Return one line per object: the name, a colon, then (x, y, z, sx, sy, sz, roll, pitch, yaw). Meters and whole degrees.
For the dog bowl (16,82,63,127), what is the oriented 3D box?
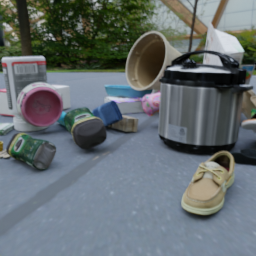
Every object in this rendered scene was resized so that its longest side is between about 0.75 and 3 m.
dog bowl: (-2.976, -0.737, 9.659, 1.600, 1.600, 0.590, -8, 19, -26)

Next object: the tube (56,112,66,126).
tube: (-2.218, -0.233, 10.511, 0.745, 0.485, 1.925, 41, -11, -31)

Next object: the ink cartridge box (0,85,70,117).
ink cartridge box: (-4.430, -1.349, 13.446, 2.094, 1.183, 2.858, 6, 16, 21)

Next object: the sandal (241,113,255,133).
sandal: (4.055, -0.220, 8.330, 0.875, 0.654, 2.283, -6, -11, 40)

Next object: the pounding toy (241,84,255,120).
pounding toy: (4.311, -1.263, 11.777, 1.570, 1.575, 2.745, 33, 25, -41)

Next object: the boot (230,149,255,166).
boot: (3.070, 0.728, 7.389, 0.803, 0.297, 0.658, 11, 19, 13)

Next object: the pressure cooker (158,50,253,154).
pressure cooker: (2.195, -0.870, 8.441, 2.496, 2.838, 2.535, 1, 14, 3)

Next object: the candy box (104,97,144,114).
candy box: (-0.224, -1.150, 13.843, 1.413, 0.602, 1.684, -7, 17, -24)

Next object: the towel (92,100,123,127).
towel: (-0.780, -0.466, 10.025, 0.341, 0.785, 1.407, -24, 3, -38)

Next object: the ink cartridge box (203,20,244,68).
ink cartridge box: (3.394, -2.420, 10.438, 0.702, 2.255, 2.803, 1, 41, 5)

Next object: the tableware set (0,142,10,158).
tableware set: (-3.985, 0.742, 7.248, 1.386, 0.316, 2.058, 2, 16, 14)

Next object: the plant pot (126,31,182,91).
plant pot: (1.692, -2.845, 13.458, 2.506, 2.737, 2.737, 11, 5, -39)

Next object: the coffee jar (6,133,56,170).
coffee jar: (-2.502, 0.566, 7.135, 1.380, 0.720, 0.589, 13, -19, 38)

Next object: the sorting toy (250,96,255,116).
sorting toy: (4.367, -0.679, 9.235, 1.135, 0.839, 0.167, -13, -26, -23)

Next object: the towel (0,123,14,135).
towel: (-5.039, 0.070, 10.141, 1.534, 0.235, 1.144, -3, 13, -1)

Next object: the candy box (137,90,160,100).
candy box: (1.231, -2.310, 16.042, 0.728, 1.708, 2.036, -8, 17, -27)

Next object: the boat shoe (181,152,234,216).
boat shoe: (1.621, 1.004, 5.560, 0.773, 0.693, 2.088, 8, 17, 28)

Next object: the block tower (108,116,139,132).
block tower: (-0.492, -0.261, 10.516, 1.873, 0.506, 0.542, 13, 9, 40)

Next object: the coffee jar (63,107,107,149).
coffee jar: (-1.331, -0.024, 8.549, 0.980, 0.802, 1.880, -19, 22, -15)

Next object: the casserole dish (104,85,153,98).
casserole dish: (0.054, -1.888, 14.472, 2.701, 0.524, 1.636, 5, 13, 16)

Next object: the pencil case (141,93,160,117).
pencil case: (1.494, -1.121, 10.729, 1.963, 0.858, 0.858, -22, 21, -16)

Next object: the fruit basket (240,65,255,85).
fruit basket: (4.372, -1.870, 13.123, 2.448, 2.643, 1.239, 3, 59, 7)

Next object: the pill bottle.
pill bottle: (-3.700, -1.279, 10.349, 1.482, 2.602, 1.482, -2, 15, 0)
